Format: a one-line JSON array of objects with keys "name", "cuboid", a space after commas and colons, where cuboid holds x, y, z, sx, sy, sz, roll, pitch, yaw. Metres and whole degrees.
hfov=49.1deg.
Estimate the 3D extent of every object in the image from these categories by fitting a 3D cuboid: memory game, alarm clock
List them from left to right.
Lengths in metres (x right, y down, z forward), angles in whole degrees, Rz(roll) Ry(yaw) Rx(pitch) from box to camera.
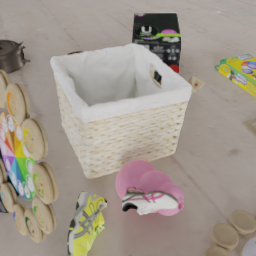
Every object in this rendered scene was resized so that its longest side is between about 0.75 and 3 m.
[{"name": "alarm clock", "cuboid": [-5.248, -2.727, 10.812, 2.632, 0.876, 1.775, -19, 43, -17]}, {"name": "memory game", "cuboid": [-1.932, 0.499, 4.647, 0.185, 2.908, 2.908, -16, 41, -39]}, {"name": "memory game", "cuboid": [2.670, 2.556, 4.949, 2.639, 0.168, 2.639, -1, 40, 0]}]

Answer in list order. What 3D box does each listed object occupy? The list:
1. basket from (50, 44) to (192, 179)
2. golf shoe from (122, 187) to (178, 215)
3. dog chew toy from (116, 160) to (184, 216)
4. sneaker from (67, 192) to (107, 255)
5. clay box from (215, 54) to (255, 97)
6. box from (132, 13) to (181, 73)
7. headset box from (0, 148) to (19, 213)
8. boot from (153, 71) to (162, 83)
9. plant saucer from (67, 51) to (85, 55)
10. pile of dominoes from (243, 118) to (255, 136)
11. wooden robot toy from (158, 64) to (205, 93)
[{"name": "basket", "cuboid": [-0.277, -0.545, 7.064, 2.649, 2.130, 2.625, -15, 42, -21]}, {"name": "golf shoe", "cuboid": [0.371, 1.328, 4.857, 1.010, 0.367, 0.465, -2, 49, 29]}, {"name": "dog chew toy", "cuboid": [0.462, 1.249, 5.684, 0.973, 0.973, 1.563, -31, 31, -32]}, {"name": "sneaker", "cuboid": [-0.774, 1.918, 5.392, 0.607, 0.599, 1.588, 6, 44, 1]}, {"name": "clay box", "cuboid": [4.370, -2.026, 10.131, 1.346, 0.558, 2.344, -15, 43, -19]}, {"name": "box", "cuboid": [1.019, -3.178, 10.647, 1.739, 1.456, 2.342, 2, 46, 3]}, {"name": "headset box", "cuboid": [-3.165, 1.070, 6.307, 1.524, 0.707, 1.327, 7, 40, 8]}, {"name": "boot", "cuboid": [1.173, -1.347, 8.297, 0.308, 0.938, 0.773, 3, 64, 62]}, {"name": "plant saucer", "cuboid": [-1.965, -2.707, 11.180, 1.567, 0.287, 1.567, 0, 39, 0]}, {"name": "pile of dominoes", "cuboid": [4.399, 0.081, 7.979, 1.739, 0.277, 1.356, -18, 43, -8]}, {"name": "wooden robot toy", "cuboid": [0.942, -1.249, 8.868, 2.720, 1.198, 1.234, 14, 53, 17]}]
